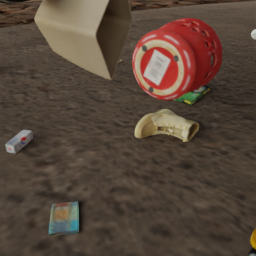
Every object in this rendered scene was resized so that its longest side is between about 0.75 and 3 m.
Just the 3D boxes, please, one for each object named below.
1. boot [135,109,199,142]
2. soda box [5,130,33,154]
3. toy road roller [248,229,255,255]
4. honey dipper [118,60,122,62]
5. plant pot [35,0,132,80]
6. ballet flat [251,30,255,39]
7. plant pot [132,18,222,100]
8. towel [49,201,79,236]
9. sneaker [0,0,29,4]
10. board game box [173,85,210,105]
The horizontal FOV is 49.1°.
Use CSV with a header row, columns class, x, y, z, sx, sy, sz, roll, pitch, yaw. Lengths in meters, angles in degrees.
class,x,y,z,sx,sy,sz,roll,pitch,yaw
boot,1.130,0.033,8.068,1.651,0.601,1.283,-24,38,-39
soda box,-3.019,0.369,7.811,0.280,0.260,0.821,10,33,16
toy road roller,2.557,2.041,4.648,0.994,0.726,0.611,26,40,35
honey dipper,-0.595,-3.201,13.719,0.176,0.176,0.929,19,34,28
plant pot,-1.340,-3.289,8.633,2.147,2.422,2.425,15,74,12
ballet flat,4.285,-2.968,8.399,1.142,0.396,0.396,-21,34,-3
plant pot,1.195,-1.667,7.034,1.878,1.878,1.710,19,35,28
towel,-1.281,1.805,5.649,0.580,0.086,0.790,-4,32,-8
sneaker,-2.905,-3.541,6.962,1.167,0.907,2.595,5,26,31
board game box,2.402,-1.345,10.685,0.853,0.191,1.628,24,39,30
